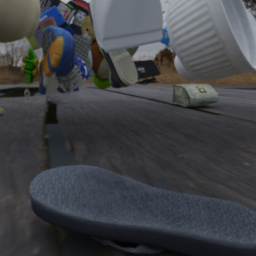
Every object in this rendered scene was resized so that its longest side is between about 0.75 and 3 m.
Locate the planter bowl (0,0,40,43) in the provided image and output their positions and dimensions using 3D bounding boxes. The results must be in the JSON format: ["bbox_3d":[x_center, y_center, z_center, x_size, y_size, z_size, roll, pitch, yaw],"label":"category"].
[{"bbox_3d":[-2.925,-2.910,6.985,1.165,1.730,1.730,3,7,-40],"label":"planter bowl"}]

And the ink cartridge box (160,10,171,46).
[{"bbox_3d":[1.293,-4.192,11.466,1.644,0.692,1.189,30,57,18],"label":"ink cartridge box"}]

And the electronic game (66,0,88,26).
[{"bbox_3d":[-1.953,-4.120,11.350,2.027,2.027,0.422,8,29,34],"label":"electronic game"}]

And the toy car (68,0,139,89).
[{"bbox_3d":[-1.002,-2.824,8.717,1.903,2.412,1.982,-47,-8,-27],"label":"toy car"}]

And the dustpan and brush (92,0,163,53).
[{"bbox_3d":[-0.029,-2.521,4.781,1.494,2.141,0.613,-22,38,-33],"label":"dustpan and brush"}]

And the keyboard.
[{"bbox_3d":[0.552,-2.468,13.006,2.402,1.250,0.476,-19,-13,-42],"label":"keyboard"}]

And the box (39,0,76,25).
[{"bbox_3d":[-2.871,-3.743,10.021,1.326,1.527,2.311,27,6,-20],"label":"box"}]

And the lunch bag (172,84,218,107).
[{"bbox_3d":[3.681,-1.789,15.450,1.763,1.264,2.150,-5,15,-19],"label":"lunch bag"}]

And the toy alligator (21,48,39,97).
[{"bbox_3d":[-2.483,-1.429,7.156,0.384,1.297,0.352,16,28,1],"label":"toy alligator"}]

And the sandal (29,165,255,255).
[{"bbox_3d":[0.086,1.045,3.113,2.671,0.572,1.015,12,20,12],"label":"sandal"}]

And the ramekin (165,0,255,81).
[{"bbox_3d":[2.145,-2.537,7.214,1.454,2.771,2.771,-18,-2,36],"label":"ramekin"}]

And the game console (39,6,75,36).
[{"bbox_3d":[-2.378,-3.078,8.748,1.071,0.914,0.633,-32,13,6],"label":"game console"}]

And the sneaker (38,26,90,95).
[{"bbox_3d":[-1.494,-1.579,6.884,1.217,1.039,2.761,-1,-9,-21],"label":"sneaker"}]

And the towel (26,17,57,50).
[{"bbox_3d":[-2.549,-2.813,8.406,1.004,0.721,0.114,-23,35,1],"label":"towel"}]

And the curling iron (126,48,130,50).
[{"bbox_3d":[0.143,-2.451,6.220,0.192,1.501,0.372,20,3,42],"label":"curling iron"}]

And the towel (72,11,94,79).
[{"bbox_3d":[-1.320,-3.061,10.800,2.297,1.902,0.983,30,33,-16],"label":"towel"}]

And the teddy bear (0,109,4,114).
[{"bbox_3d":[-6.188,-0.754,12.144,1.474,0.492,1.069,0,9,-3],"label":"teddy bear"}]

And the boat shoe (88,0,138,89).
[{"bbox_3d":[-0.467,-1.773,6.023,0.621,1.982,0.720,-18,8,44],"label":"boat shoe"}]

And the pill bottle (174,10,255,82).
[{"bbox_3d":[2.925,-2.809,9.779,1.574,1.574,2.764,-6,-17,-27],"label":"pill bottle"}]
